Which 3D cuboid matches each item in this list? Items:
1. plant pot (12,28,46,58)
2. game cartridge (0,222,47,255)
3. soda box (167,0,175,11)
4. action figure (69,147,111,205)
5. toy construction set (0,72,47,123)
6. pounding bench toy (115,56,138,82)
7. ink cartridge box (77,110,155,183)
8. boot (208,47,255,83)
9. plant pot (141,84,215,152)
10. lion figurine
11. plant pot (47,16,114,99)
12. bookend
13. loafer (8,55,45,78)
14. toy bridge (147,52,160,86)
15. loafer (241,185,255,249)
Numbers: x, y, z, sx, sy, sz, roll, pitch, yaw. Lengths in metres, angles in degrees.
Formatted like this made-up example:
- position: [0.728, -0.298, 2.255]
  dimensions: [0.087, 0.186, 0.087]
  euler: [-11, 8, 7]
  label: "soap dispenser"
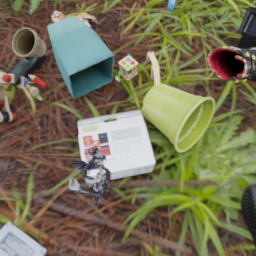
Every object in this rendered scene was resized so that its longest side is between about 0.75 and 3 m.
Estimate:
- position: [-2.847, -2.421, 8.274]
  dimensions: [0.834, 0.724, 0.834]
  euler: [-1, 88, 19]
  label: "plant pot"
- position: [-3.428, 3.761, 8.566]
  dimensions: [1.592, 0.331, 1.060]
  euler: [29, 69, 15]
  label: "game cartridge"
- position: [2.223, -6.405, 14.253]
  dimensions: [0.300, 0.317, 0.936]
  euler: [11, 62, 6]
  label: "soda box"
- position: [-0.777, 1.024, 6.015]
  dimensions: [0.754, 1.478, 0.878]
  euler: [19, 52, 19]
  label: "action figure"
- position: [-4.723, -1.551, 10.887]
  dimensions: [1.889, 2.051, 2.459]
  euler: [35, 45, 31]
  label: "toy construction set"
- position: [-0.133, -2.436, 11.772]
  dimensions: [0.967, 0.754, 0.601]
  euler: [-39, 67, -19]
  label: "pounding bench toy"
- position: [-0.461, 0.650, 9.827]
  dimensions: [2.368, 0.993, 2.079]
  euler: [-10, 66, -6]
  label: "ink cartridge box"
- position: [3.913, -1.637, 8.040]
  dimensions: [2.176, 1.057, 2.890]
  euler: [-6, 36, -31]
  label: "boot"
- position: [1.643, -0.548, 10.135]
  dimensions: [2.001, 2.177, 2.177]
  euler: [35, 66, 31]
  label: "plant pot"
- position: [-2.511, -5.138, 13.409]
  dimensions: [2.096, 0.760, 1.284]
  euler: [-14, 53, -24]
  label: "lion figurine"
- position: [-2.047, -2.975, 11.192]
  dimensions: [1.857, 1.858, 2.629]
  euler: [-28, 75, -15]
  label: "plant pot"
- position: [5.938, -3.350, 11.930]
  dimensions: [2.996, 1.380, 2.977]
  euler: [26, 64, 14]
  label: "bookend"
- position: [-4.409, -2.693, 11.931]
  dimensions: [0.701, 0.725, 2.065]
  euler: [32, 65, 16]
  label: "loafer"
- position: [1.113, -2.319, 11.706]
  dimensions: [0.311, 0.769, 2.288]
  euler: [-5, 60, -4]
  label: "toy bridge"
- position: [4.308, 3.082, 8.644]
  dimensions: [0.954, 0.977, 2.676]
  euler: [-6, 70, -8]
  label: "loafer"
